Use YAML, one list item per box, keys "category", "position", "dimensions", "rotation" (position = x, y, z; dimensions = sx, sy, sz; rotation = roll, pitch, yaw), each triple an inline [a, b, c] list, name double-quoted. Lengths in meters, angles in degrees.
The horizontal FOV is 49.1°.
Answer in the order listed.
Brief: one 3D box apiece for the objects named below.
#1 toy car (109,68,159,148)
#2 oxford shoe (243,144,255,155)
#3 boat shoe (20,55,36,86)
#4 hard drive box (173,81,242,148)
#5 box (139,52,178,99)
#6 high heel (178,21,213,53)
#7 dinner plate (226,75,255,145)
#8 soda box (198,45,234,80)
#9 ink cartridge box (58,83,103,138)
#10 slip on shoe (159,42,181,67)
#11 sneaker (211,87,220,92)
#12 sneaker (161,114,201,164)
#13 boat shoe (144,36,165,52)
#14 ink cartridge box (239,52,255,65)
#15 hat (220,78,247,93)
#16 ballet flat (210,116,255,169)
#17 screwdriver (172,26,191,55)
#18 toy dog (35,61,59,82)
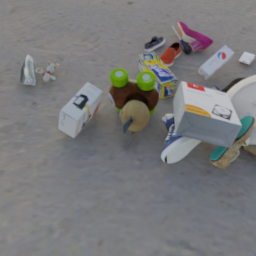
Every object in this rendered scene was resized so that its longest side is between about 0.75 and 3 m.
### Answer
- category: "toy car"
  position: [0.035, -0.541, 9.860]
  dimensions: [1.858, 1.935, 2.355]
  rotation: [8, 59, 10]
- category: "oxford shoe"
  position: [4.404, 0.723, 9.467]
  dimensions: [0.812, 0.765, 2.173]
  rotation: [-30, 51, 21]
- category: "boat shoe"
  position: [-4.427, -2.565, 12.549]
  dimensions: [0.608, 0.699, 1.896]
  rotation: [17, 36, -30]
- category: "hard drive box"
  position: [2.495, -0.516, 9.312]
  dimensions: [1.800, 0.887, 2.310]
  rotation: [14, 32, -2]
- category: "box"
  position: [1.246, -2.328, 12.139]
  dimensions: [0.760, 0.829, 2.365]
  rotation: [-17, 48, -14]
- category: "high heel"
  position: [3.405, -4.880, 14.473]
  dimensions: [1.122, 0.788, 2.339]
  rotation: [-22, 52, 4]
- category: "dinner plate"
  position: [4.487, -0.785, 9.722]
  dimensions: [2.928, 0.355, 2.928]
  rotation: [-24, 48, 29]
- category: "soda box"
  position: [3.896, -2.911, 12.453]
  dimensions: [1.641, 0.523, 0.559]
  rotation: [-41, 80, -11]
- category: "ink cartridge box"
  position: [-1.720, -0.621, 10.131]
  dimensions: [0.691, 1.217, 1.669]
  rotation: [32, 55, 4]
- category: "slip on shoe"
  position: [1.967, -3.498, 13.374]
  dimensions: [0.751, 0.620, 2.026]
  rotation: [23, 48, 22]
- category: "sneaker"
  position: [3.423, -1.512, 11.714]
  dimensions: [1.071, 0.402, 0.619]
  rotation: [14, 43, -1]
- category: "sneaker"
  position: [1.540, 0.229, 9.763]
  dimensions: [2.105, 0.848, 1.541]
  rotation: [-32, 47, -24]
- category: "boat shoe"
  position: [1.341, -4.389, 14.282]
  dimensions: [1.518, 0.503, 0.531]
  rotation: [-38, 39, -28]
- category: "ink cartridge box"
  position: [5.681, -3.277, 13.473]
  dimensions: [0.519, 0.240, 0.953]
  rotation: [26, 53, 23]
- category: "hat"
  position: [4.428, -1.041, 10.687]
  dimensions: [1.994, 0.804, 1.994]
  rotation: [-30, 35, 24]
- category: "ballet flat"
  position: [3.515, 0.510, 9.198]
  dimensions: [2.036, 0.665, 0.718]
  rotation: [-47, 19, -2]
- category: "screwdriver"
  position: [2.700, -4.713, 14.648]
  dimensions: [0.374, 0.390, 2.684]
  rotation: [-20, 53, 5]
- category: "toy dog"
  position: [-3.534, -2.453, 12.512]
  dimensions: [0.775, 0.566, 1.175]
  rotation: [34, 52, 5]
